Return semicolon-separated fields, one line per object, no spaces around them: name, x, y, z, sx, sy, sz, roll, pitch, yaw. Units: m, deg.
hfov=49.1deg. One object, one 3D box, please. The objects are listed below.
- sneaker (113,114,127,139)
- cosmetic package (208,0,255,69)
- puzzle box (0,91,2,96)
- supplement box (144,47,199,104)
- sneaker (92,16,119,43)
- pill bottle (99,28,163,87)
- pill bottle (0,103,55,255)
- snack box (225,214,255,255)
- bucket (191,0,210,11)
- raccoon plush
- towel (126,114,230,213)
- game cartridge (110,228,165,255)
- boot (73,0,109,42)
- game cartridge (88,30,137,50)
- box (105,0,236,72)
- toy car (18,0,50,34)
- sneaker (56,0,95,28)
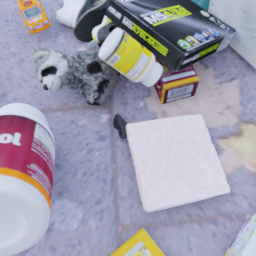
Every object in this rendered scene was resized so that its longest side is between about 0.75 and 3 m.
sneaker;-0.127;-0.036;7.111;0.357;0.299;0.787;-1;49;-33
cosmetic package;3.549;-3.419;7.517;1.510;2.457;2.449;-25;57;-12
puzzle box;-3.791;-1.195;7.449;0.110;0.577;0.867;-52;60;24
supplement box;1.105;-1.643;7.667;0.964;0.748;1.748;-15;62;-7
sneaker;-0.433;-2.675;7.495;0.549;0.483;1.297;12;55;28
pill bottle;0.091;-1.555;6.418;1.388;0.781;0.781;31;60;-24
pill bottle;-2.265;0.712;5.341;1.651;1.651;2.923;-11;32;-6
snack box;2.157;2.439;5.192;0.474;1.272;1.788;34;66;17
bucket;2.062;-5.036;8.970;2.475;1.610;2.475;2;64;-3
raccoon plush;-1.179;-1.687;7.589;1.900;1.372;2.836;23;34;13
towel;1.087;0.724;6.503;1.984;0.335;2.077;-9;65;-10
game cartridge;0.128;3.017;5.467;1.560;0.253;1.375;-35;67;-18
boot;-0.792;-3.777;8.792;2.264;0.817;1.710;-38;35;15
game cartridge;-0.251;-2.553;7.971;1.595;0.331;1.062;-7;30;15
box;1.188;-2.774;7.444;2.626;0.624;2.536;-31;68;-37
toy car;-3.586;-3.373;8.184;2.432;0.809;1.193;-6;77;-1
sneaker;-1.590;-4.186;9.040;0.905;0.794;2.258;16;64;11
